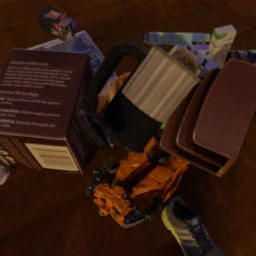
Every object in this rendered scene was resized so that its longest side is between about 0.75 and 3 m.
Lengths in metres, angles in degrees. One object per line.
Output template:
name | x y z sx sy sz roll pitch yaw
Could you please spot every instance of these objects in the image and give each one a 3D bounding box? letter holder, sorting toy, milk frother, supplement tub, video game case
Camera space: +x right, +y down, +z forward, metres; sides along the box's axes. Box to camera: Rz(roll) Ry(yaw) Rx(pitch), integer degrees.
letter holder | 2.046 -0.436 6.963 1.825 1.292 2.568 25 68 13
sorting toy | 1.660 -1.823 7.723 0.488 0.823 0.914 -40 67 -8
milk frother | 0.222 -0.697 6.399 2.265 2.361 2.510 32 15 -16
supplement tub | 4.823 -2.650 11.227 1.646 0.880 0.880 1 45 1
video game case | -2.292 -2.294 10.622 2.926 0.342 2.660 -26 71 -22

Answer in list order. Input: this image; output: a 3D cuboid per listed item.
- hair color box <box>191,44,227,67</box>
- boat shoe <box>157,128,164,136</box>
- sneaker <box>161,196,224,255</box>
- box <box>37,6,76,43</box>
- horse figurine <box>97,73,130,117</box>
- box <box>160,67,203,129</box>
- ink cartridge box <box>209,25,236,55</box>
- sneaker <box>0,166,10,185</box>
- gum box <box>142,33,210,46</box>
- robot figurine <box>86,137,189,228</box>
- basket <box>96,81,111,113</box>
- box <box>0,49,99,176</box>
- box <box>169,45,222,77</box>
hair color box | 3.202 -2.965 11.544 1.571 0.859 0.509 -1 46 0
boat shoe | 1.230 -0.186 8.825 2.582 0.736 0.863 31 51 27
sneaker | 1.448 2.376 6.201 0.736 0.807 1.993 -25 50 -23
box | -1.914 -2.798 7.580 0.899 0.549 0.477 29 64 11
horse figurine | -0.043 -1.068 8.522 1.845 2.784 0.695 -29 82 -36
box | 1.666 -1.023 8.851 1.093 0.653 2.656 9 45 14
ink cartridge box | 2.853 -2.659 8.534 0.587 0.800 0.332 -14 59 -6
sneaker | -4.188 1.106 7.476 1.983 0.813 0.741 7 45 7
gum box | 1.464 -2.699 8.492 1.601 0.357 1.360 13 21 34
robot figurine | 0.282 1.383 7.206 1.959 0.786 2.702 33 53 31
basket | -0.945 -1.024 9.509 0.842 0.834 0.677 -12 49 4
box | -2.163 -0.383 7.539 2.157 2.179 2.626 4 59 6
box | 2.287 -2.194 10.050 1.832 1.068 0.551 31 61 -10
